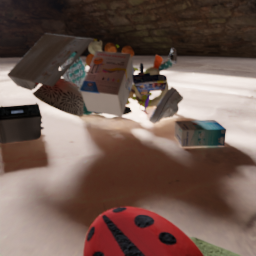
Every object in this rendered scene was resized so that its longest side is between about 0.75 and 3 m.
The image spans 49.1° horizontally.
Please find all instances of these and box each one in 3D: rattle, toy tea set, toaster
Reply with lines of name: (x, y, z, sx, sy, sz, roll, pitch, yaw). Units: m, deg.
rattle: (1.199, -2.593, 14.232, 1.845, 2.833, 2.024, 6, 32, 3)
toy tea set: (-0.877, -3.215, 12.479, 2.277, 1.354, 0.843, 2, 30, -23)
toaster: (-4.123, -0.223, 10.486, 1.799, 1.068, 1.627, -7, 20, -20)

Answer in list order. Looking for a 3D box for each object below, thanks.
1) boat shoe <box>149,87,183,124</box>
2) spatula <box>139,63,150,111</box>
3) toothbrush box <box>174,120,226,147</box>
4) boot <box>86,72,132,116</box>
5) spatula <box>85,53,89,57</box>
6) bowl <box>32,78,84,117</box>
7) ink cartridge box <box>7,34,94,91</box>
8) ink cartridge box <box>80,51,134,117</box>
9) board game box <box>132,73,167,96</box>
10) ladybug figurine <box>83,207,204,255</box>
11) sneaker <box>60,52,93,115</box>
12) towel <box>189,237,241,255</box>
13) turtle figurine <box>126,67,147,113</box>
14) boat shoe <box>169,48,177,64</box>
boat shoe: (1.836, -0.950, 12.552, 0.936, 1.054, 2.865, 35, 44, 4)
spatula: (0.749, -1.847, 13.043, 0.262, 2.553, 0.722, 6, 43, 23)
toothbrush box: (2.514, 0.181, 9.952, 1.531, 0.653, 1.121, -2, 19, -2)
boot: (-0.920, -1.672, 12.833, 2.468, 2.148, 0.854, 6, 1, 20)
spatula: (-1.512, -2.583, 12.708, 0.544, 1.927, 0.198, -22, -13, -20)
bowl: (-2.275, -1.207, 9.866, 1.911, 0.897, 1.911, 27, 8, -4)
ink cartridge box: (-2.766, -2.347, 10.239, 2.940, 0.839, 2.389, 21, 66, 33)
ink cartridge box: (-0.765, -1.793, 11.283, 1.532, 1.505, 2.081, 9, 61, 12)
board game box: (0.890, -1.861, 12.043, 1.396, 0.431, 1.396, -6, -15, -1)
ladybug figurine: (0.153, 1.908, 3.873, 1.645, 0.872, 2.423, -38, 39, -20)
sneaker: (-2.352, -1.941, 12.212, 1.117, 2.879, 1.313, -25, 27, -23)
towel: (1.129, 2.291, 4.346, 1.769, 0.323, 1.312, 11, 23, 26)
turtle figurine: (0.197, -1.746, 12.987, 2.299, 1.854, 0.740, 26, -5, -31)
boat shoe: (1.993, -3.260, 12.551, 0.273, 0.307, 0.835, 9, 57, -25)
